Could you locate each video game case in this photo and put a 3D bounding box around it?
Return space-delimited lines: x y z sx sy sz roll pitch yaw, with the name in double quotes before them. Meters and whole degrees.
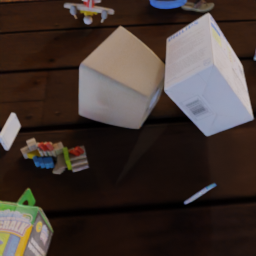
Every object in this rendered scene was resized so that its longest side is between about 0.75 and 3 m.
"video game case" 2.060 1.892 8.021 0.624 0.871 0.078 1 51 -53

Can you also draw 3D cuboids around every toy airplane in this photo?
"toy airplane" -2.017 -6.122 14.557 1.960 1.383 1.951 17 19 29

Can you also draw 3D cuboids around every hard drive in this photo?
"hard drive" -4.154 0.131 9.844 0.147 0.728 1.104 6 51 5

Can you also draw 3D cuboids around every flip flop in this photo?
"flip flop" 3.905 -6.960 15.777 1.843 0.530 0.747 9 51 7

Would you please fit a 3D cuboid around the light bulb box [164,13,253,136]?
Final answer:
"light bulb box" 2.783 -1.799 9.815 1.789 2.841 2.866 -24 40 33

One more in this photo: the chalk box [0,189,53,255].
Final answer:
"chalk box" -3.045 2.898 6.956 1.706 1.715 2.756 6 50 4

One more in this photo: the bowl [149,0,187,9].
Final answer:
"bowl" 2.306 -7.407 16.017 2.224 0.437 2.224 -4 43 4

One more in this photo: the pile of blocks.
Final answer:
"pile of blocks" -2.481 0.890 9.217 2.380 0.740 0.977 5 51 5

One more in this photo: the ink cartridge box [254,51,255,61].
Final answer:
"ink cartridge box" 6.483 -3.644 13.064 0.935 0.523 1.371 18 55 15

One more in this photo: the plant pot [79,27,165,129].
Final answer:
"plant pot" -0.076 -1.514 10.189 2.335 2.638 2.635 29 56 9
